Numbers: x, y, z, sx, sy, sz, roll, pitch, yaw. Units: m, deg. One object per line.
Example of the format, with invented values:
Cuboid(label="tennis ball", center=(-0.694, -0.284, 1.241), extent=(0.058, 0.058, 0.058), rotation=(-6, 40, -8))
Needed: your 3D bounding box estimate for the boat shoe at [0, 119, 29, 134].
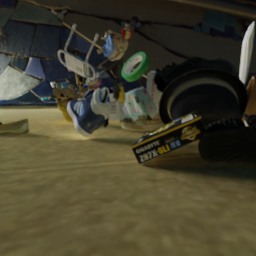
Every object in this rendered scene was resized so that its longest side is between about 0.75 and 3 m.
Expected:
Cuboid(label="boat shoe", center=(-3.874, -0.061, 8.792), extent=(1.483, 0.467, 0.541), rotation=(0, 7, 2))

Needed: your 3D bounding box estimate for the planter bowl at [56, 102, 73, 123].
Cuboid(label="planter bowl", center=(-2.234, -0.607, 12.003), extent=(1.710, 0.712, 1.710), rotation=(9, 12, -2))

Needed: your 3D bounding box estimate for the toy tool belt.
Cuboid(label="toy tool belt", center=(-0.372, -2.139, 7.032), extent=(0.661, 0.672, 1.076), rotation=(-1, -18, -20))

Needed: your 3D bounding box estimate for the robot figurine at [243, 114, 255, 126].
Cuboid(label="robot figurine", center=(4.210, -0.213, 9.512), extent=(0.472, 0.569, 0.757), rotation=(-6, -2, 10))

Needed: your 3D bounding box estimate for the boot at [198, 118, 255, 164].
Cuboid(label="boot", center=(2.293, 0.204, 5.299), extent=(1.928, 0.725, 1.441), rotation=(2, 7, 21))

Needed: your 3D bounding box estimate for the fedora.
Cuboid(label="fedora", center=(1.997, -0.366, 7.190), extent=(2.360, 2.360, 1.078), rotation=(0, 36, -2))

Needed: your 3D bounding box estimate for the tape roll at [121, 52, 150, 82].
Cuboid(label="tape roll", center=(0.193, -1.626, 7.468), extent=(0.203, 0.846, 0.846), rotation=(39, -19, -35))

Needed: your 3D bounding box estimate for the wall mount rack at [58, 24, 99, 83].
Cuboid(label="wall mount rack", center=(-1.162, -1.814, 6.932), extent=(1.366, 1.187, 0.509), rotation=(31, 51, 27))

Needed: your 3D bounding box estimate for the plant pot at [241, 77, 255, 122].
Cuboid(label="plant pot", center=(5.648, -0.863, 10.933), extent=(2.035, 1.897, 1.897), rotation=(14, 10, 14))

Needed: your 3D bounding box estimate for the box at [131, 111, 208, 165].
Cuboid(label="box", center=(0.818, 0.136, 5.358), extent=(1.269, 0.392, 1.589), rotation=(-23, 2, 14))

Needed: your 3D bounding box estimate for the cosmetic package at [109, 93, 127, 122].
Cuboid(label="cosmetic package", center=(0.002, -1.034, 13.641), extent=(0.960, 1.318, 2.593), rotation=(3, 5, 35))

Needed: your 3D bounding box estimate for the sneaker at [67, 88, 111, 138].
Cuboid(label="sneaker", center=(-1.033, -0.677, 8.130), extent=(0.753, 1.368, 1.868), rotation=(33, 15, -34))

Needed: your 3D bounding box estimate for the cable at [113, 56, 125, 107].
Cuboid(label="cable", center=(-0.235, -1.459, 8.836), extent=(0.395, 1.569, 0.762), rotation=(4, 13, -12))

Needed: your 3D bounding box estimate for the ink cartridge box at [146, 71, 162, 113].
Cuboid(label="ink cartridge box", center=(2.116, -1.567, 12.682), extent=(2.474, 1.795, 1.036), rotation=(6, 18, 11))

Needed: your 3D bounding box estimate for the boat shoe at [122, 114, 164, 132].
Cuboid(label="boat shoe", center=(0.614, -0.164, 9.178), extent=(1.756, 0.583, 0.650), rotation=(3, 7, 24))

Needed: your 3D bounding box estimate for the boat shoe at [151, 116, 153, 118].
Cuboid(label="boat shoe", center=(1.423, -0.893, 15.427), extent=(0.649, 0.613, 1.810), rotation=(4, 8, 38))

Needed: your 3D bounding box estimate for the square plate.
Cuboid(label="square plate", center=(3.784, -2.366, 8.950), extent=(0.224, 1.577, 1.562), rotation=(10, 41, 25))

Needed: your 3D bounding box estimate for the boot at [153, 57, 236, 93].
Cuboid(label="boot", center=(2.447, -1.973, 10.869), extent=(2.182, 0.985, 2.662), rotation=(-28, 34, -23))

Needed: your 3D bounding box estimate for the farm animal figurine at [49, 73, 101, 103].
Cuboid(label="farm animal figurine", center=(-1.869, -1.412, 10.606), extent=(1.760, 0.885, 1.421), rotation=(-28, -29, 13))

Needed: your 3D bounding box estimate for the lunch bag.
Cuboid(label="lunch bag", center=(0.393, -0.909, 11.751), extent=(0.664, 1.381, 1.722), rotation=(-29, 10, -26))

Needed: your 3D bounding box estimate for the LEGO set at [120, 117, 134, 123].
Cuboid(label="LEGO set", center=(0.118, -0.263, 10.003), extent=(0.809, 0.229, 0.525), rotation=(9, -18, -13))

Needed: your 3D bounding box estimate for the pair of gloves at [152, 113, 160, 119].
Cuboid(label="pair of gloves", center=(2.629, -0.983, 14.089), extent=(2.992, 0.525, 2.544), rotation=(1, 22, 14))
